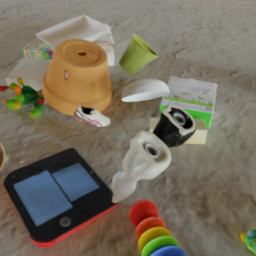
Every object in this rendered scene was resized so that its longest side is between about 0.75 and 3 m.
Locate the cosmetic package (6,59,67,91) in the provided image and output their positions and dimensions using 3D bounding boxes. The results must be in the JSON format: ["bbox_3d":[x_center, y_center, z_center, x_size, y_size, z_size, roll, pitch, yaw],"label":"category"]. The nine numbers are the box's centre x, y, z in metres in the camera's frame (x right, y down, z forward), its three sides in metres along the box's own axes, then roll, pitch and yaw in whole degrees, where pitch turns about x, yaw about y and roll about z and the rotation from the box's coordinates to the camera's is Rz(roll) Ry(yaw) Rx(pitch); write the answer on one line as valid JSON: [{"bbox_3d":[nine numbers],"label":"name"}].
[{"bbox_3d":[-3.869,-2.368,12.527,2.434,0.629,1.835,4,39,5],"label":"cosmetic package"}]

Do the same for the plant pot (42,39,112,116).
[{"bbox_3d":[-1.877,-2.074,10.722,2.744,1.921,2.744,8,46,-9],"label":"plant pot"}]

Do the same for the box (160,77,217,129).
[{"bbox_3d":[2.254,-0.990,10.507,1.860,0.899,1.641,10,50,12],"label":"box"}]

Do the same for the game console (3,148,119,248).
[{"bbox_3d":[-1.936,1.751,7.831,2.394,0.420,2.707,-26,47,-27],"label":"game console"}]

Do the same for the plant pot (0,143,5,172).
[{"bbox_3d":[-4.430,0.964,8.324,1.516,0.700,1.516,5,70,-14],"label":"plant pot"}]

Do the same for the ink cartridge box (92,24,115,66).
[{"bbox_3d":[-1.804,-4.232,14.324,1.999,1.164,2.744,-6,39,-7],"label":"ink cartridge box"}]

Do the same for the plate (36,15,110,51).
[{"bbox_3d":[-2.639,-4.428,13.343,2.820,0.456,2.814,-30,45,-19],"label":"plate"}]

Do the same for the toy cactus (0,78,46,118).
[{"bbox_3d":[-3.766,-1.312,11.009,2.121,1.314,2.570,-20,33,-37],"label":"toy cactus"}]

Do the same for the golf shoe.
[{"bbox_3d":[-0.999,-0.326,8.220,1.132,0.521,0.411,16,55,-29],"label":"golf shoe"}]

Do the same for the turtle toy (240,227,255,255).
[{"bbox_3d":[3.249,2.644,6.702,0.984,0.497,0.717,-17,43,-20],"label":"turtle toy"}]

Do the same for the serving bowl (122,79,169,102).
[{"bbox_3d":[0.565,-1.339,9.706,1.665,0.548,1.665,-8,-2,0],"label":"serving bowl"}]

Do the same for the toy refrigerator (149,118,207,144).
[{"bbox_3d":[1.672,0.123,9.598,1.854,0.649,0.704,2,35,0],"label":"toy refrigerator"}]

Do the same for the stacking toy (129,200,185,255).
[{"bbox_3d":[0.662,2.710,6.257,1.158,1.158,2.713,-12,37,-14],"label":"stacking toy"}]

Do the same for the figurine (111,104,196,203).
[{"bbox_3d":[0.510,0.809,7.391,1.012,2.294,2.351,40,47,9],"label":"figurine"}]

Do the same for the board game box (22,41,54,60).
[{"bbox_3d":[-4.091,-3.568,13.740,1.745,0.899,0.915,10,41,11],"label":"board game box"}]

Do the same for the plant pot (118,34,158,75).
[{"bbox_3d":[0.308,-3.042,12.072,1.409,1.338,1.409,37,24,-19],"label":"plant pot"}]

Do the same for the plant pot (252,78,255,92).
[{"bbox_3d":[6.291,-2.224,11.685,1.745,1.514,1.745,-1,40,1],"label":"plant pot"}]
